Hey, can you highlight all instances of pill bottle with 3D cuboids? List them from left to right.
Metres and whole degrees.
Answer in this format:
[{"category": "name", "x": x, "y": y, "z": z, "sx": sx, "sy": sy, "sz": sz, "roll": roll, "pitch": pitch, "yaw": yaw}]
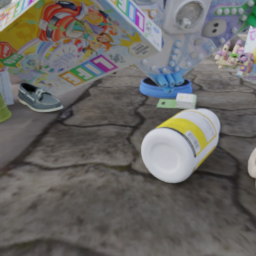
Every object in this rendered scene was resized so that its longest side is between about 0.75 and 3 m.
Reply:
[{"category": "pill bottle", "x": 1.359, "y": 0.277, "z": 6.566, "sx": 1.228, "sy": 1.228, "sz": 2.192, "roll": 15, "pitch": 27, "yaw": 32}]

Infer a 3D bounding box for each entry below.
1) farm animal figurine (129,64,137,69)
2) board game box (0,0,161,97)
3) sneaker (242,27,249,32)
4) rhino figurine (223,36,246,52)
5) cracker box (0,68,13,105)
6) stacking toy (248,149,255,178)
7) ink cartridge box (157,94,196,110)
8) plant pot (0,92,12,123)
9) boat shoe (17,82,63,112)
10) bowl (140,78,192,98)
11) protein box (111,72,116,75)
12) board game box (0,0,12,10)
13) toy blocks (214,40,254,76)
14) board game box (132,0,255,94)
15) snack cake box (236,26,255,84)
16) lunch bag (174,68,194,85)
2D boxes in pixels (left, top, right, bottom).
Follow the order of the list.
[{"category": "farm animal figurine", "x": 0.029, "y": -2.088, "z": 7.111, "sx": 0.484, "sy": 0.928, "sz": 0.918, "roll": -21, "pitch": 44, "yaw": -41}, {"category": "board game box", "x": -0.801, "y": -1.084, "z": 3.551, "sx": 2.036, "sy": 0.348, "sz": 1.369, "roll": -15, "pitch": -29, "yaw": 38}, {"category": "sneaker", "x": 3.253, "y": -3.514, "z": 9.040, "sx": 1.367, "sy": 0.479, "sz": 0.533, "roll": 42, "pitch": 58, "yaw": 7}, {"category": "rhino figurine", "x": 3.330, "y": -2.410, "z": 8.451, "sx": 1.720, "sy": 0.514, "sz": 0.752, "roll": 45, "pitch": 12, "yaw": 24}, {"category": "cracker box", "x": -5.835, "y": -1.621, "z": 10.157, "sx": 2.848, "sy": 1.907, "sz": 0.821, "roll": -12, "pitch": 26, "yaw": -28}, {"category": "stacking toy", "x": 3.260, "y": 0.864, "z": 6.136, "sx": 1.034, "sy": 0.756, "sz": 0.756, "roll": 18, "pitch": 24, "yaw": 0}, {"category": "ink cartridge box", "x": 1.890, "y": -1.046, "z": 10.860, "sx": 1.424, "sy": 0.341, "sz": 1.036, "roll": 7, "pitch": 24, "yaw": 12}, {"category": "plant pot", "x": -4.900, "y": -1.083, "z": 9.269, "sx": 1.717, "sy": 1.631, "sz": 1.717, "roll": 0, "pitch": 22, "yaw": 0}, {"category": "boat shoe", "x": -3.409, "y": -1.188, "z": 10.603, "sx": 2.465, "sy": 0.762, "sz": 0.898, "roll": 20, "pitch": 30, "yaw": 38}, {"category": "bowl", "x": 1.702, "y": -1.896, "z": 12.659, "sx": 2.358, "sy": 0.463, "sz": 2.358, "roll": 0, "pitch": 23, "yaw": 0}, {"category": "protein box", "x": -0.823, "y": -2.844, "z": 9.332, "sx": 1.220, "sy": 1.809, "sz": 1.795, "roll": 13, "pitch": 13, "yaw": -10}, {"category": "board game box", "x": -4.037, "y": -3.179, "z": 7.213, "sx": 2.563, "sy": 0.559, "sz": 2.576, "roll": -44, "pitch": 25, "yaw": -21}, {"category": "toy blocks", "x": 2.292, "y": -1.580, "z": 5.930, "sx": 0.714, "sy": 0.643, "sz": 0.764, "roll": 26, "pitch": 2, "yaw": 30}, {"category": "board game box", "x": 0.897, "y": -1.652, "z": 4.109, "sx": 2.232, "sy": 2.233, "sz": 0.289, "roll": 30, "pitch": 31, "yaw": -48}, {"category": "snack cake box", "x": 3.245, "y": -2.000, "z": 6.076, "sx": 0.669, "sy": 1.991, "sz": 1.145, "roll": 15, "pitch": 2, "yaw": -25}, {"category": "lunch bag", "x": 1.434, "y": -2.647, "z": 7.824, "sx": 1.514, "sy": 2.112, "sz": 2.575, "roll": 25, "pitch": 49, "yaw": 21}]
